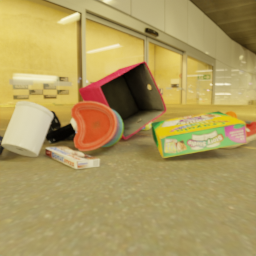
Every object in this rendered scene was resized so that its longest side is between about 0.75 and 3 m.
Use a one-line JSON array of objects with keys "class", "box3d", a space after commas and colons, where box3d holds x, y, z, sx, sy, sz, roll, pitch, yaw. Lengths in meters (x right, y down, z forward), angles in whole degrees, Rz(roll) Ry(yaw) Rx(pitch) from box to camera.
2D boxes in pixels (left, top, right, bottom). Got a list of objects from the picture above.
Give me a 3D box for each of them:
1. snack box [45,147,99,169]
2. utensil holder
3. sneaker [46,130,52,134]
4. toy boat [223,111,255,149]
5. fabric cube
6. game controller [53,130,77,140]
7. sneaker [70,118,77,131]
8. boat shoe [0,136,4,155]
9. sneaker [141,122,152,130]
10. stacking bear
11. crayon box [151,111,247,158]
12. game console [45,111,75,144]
[{"class": "snack box", "box3d": [-1.813, 0.908, 8.811, 0.782, 0.264, 2.175, -2, 8, -39]}, {"class": "utensil holder", "box3d": [-3.225, 0.067, 8.980, 1.224, 1.440, 1.224, 12, -21, 5]}, {"class": "sneaker", "box3d": [-3.969, -0.091, 12.198, 2.864, 1.085, 1.254, -2, 5, 41]}, {"class": "toy boat", "box3d": [4.102, -0.017, 11.075, 2.010, 1.314, 1.312, -20, 11, -11]}, {"class": "fabric cube", "box3d": [-0.296, -1.302, 13.340, 2.667, 2.617, 2.659, -33, 17, -22]}, {"class": "game controller", "box3d": [-2.459, 0.278, 12.533, 2.122, 0.447, 1.107, 5, 13, 6]}, {"class": "sneaker", "box3d": [-2.071, -0.120, 14.393, 1.231, 0.965, 2.477, 16, 19, 19]}, {"class": "boat shoe", "box3d": [-5.168, 0.576, 9.008, 2.323, 0.867, 1.077, 10, 13, -6]}, {"class": "sneaker", "box3d": [-0.112, -0.399, 15.903, 2.782, 1.054, 1.461, 6, 10, 32]}, {"class": "stacking bear", "box3d": [-0.894, 0.033, 10.505, 1.546, 1.650, 2.718, -9, -8, 8]}, {"class": "crayon box", "box3d": [2.251, 0.139, 9.605, 2.665, 0.777, 2.299, -10, 11, 0]}, {"class": "game console", "box3d": [-2.722, -0.051, 10.643, 1.125, 0.230, 1.907, -25, -31, -9]}]
